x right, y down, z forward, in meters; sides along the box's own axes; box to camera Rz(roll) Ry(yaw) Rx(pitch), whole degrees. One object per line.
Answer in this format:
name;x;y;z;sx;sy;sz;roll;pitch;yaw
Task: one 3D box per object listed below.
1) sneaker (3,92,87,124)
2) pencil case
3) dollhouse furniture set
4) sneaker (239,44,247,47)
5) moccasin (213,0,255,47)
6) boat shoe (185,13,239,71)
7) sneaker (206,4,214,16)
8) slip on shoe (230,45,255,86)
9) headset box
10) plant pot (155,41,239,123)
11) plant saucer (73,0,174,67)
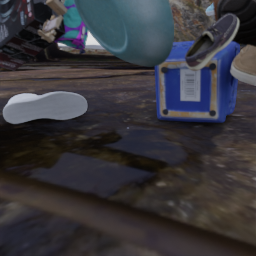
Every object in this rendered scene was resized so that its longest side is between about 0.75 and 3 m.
sneaker;-2.677;-0.815;9.127;2.505;0.923;1.448;-7;20;-18
pencil case;-1.570;-3.904;9.285;1.197;2.591;1.103;15;-3;34
dollhouse furniture set;-1.500;-1.984;5.229;0.403;0.777;0.344;-4;-29;40
sneaker;3.876;-3.316;9.974;1.294;0.687;0.484;21;33;18
moccasin;2.480;-2.232;5.297;2.891;1.116;1.057;-4;-7;-41
boat shoe;0.984;-1.043;3.315;0.292;0.811;0.263;48;8;34
sneaker;3.318;-4.588;10.042;0.594;0.658;1.607;-42;18;-19
slip on shoe;3.422;-1.894;7.426;0.983;0.783;2.585;26;39;20
headset box;-2.959;-2.884;7.455;2.566;1.910;0.991;-19;-16;33
plant pot;2.073;-1.418;8.689;2.376;2.377;2.137;5;22;24
plant saucer;-0.351;-2.213;5.309;0.540;2.803;2.803;-43;33;-18
